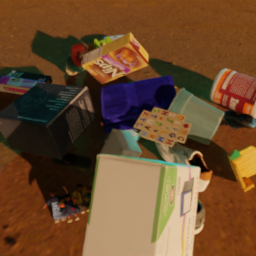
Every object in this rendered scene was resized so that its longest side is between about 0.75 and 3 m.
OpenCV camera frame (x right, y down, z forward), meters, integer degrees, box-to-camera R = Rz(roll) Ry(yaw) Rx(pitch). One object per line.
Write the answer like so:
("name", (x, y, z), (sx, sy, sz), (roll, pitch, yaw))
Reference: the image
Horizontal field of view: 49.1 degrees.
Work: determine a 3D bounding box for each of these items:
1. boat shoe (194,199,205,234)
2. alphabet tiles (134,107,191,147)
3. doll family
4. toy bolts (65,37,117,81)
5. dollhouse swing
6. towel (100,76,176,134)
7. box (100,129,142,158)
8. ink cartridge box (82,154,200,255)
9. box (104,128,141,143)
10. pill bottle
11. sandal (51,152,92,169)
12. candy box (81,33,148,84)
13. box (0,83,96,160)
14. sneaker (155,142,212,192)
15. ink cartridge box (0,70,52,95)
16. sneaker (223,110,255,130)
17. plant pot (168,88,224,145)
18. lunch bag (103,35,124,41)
("boat shoe", (0.824, 1.825, 7.716), (2.758, 0.824, 0.986), (26, 46, 27))
("alphabet tiles", (1.077, -0.064, 8.743), (1.635, 0.052, 1.361), (18, 51, 18))
("doll family", (-1.476, 1.943, 7.487), (1.542, 0.891, 0.605), (-17, 12, -21))
("toy bolts", (-1.774, -2.948, 13.309), (2.371, 1.644, 2.265), (-20, 84, -36))
("dollhouse swing", (3.507, 1.127, 8.115), (0.882, 1.003, 0.912), (-22, 8, 10))
("towel", (0.402, -0.969, 10.158), (2.873, 0.712, 2.122), (-10, 56, 0))
("box", (-0.245, 0.763, 8.682), (0.682, 1.038, 1.043), (10, 34, -32))
("ink cartridge box", (0.477, 1.738, 5.560), (1.312, 2.998, 2.179), (5, 83, 23))
("box", (-0.177, 0.406, 9.785), (1.256, 0.309, 0.517), (-29, 48, -30))
("pill bottle", (4.614, -1.244, 10.825), (2.521, 1.424, 1.424), (28, 48, 29))
("sandal", (-1.799, 0.981, 8.927), (1.282, 0.307, 0.482), (6, 60, 0))
("candy box", (-0.479, -2.424, 10.072), (2.099, 1.225, 0.593), (-15, 55, 31))
("box", (-2.670, -0.329, 9.364), (2.260, 1.401, 2.222), (9, 40, 26))
("sneaker", (1.738, 0.810, 8.622), (0.823, 0.957, 2.261), (-15, 48, -34))
("ink cartridge box", (-4.890, -2.042, 12.581), (2.649, 0.491, 1.254), (8, 41, 13))
("sneaker", (3.973, -0.200, 9.973), (0.526, 0.589, 1.438), (-23, 25, -14))
("plant pot", (2.301, -0.307, 9.731), (1.647, 1.682, 1.682), (26, 46, 17))
("lunch bag", (-0.677, -4.492, 15.033), (1.288, 0.938, 1.515), (-9, 35, -7))
